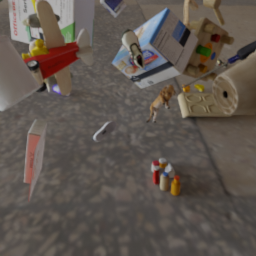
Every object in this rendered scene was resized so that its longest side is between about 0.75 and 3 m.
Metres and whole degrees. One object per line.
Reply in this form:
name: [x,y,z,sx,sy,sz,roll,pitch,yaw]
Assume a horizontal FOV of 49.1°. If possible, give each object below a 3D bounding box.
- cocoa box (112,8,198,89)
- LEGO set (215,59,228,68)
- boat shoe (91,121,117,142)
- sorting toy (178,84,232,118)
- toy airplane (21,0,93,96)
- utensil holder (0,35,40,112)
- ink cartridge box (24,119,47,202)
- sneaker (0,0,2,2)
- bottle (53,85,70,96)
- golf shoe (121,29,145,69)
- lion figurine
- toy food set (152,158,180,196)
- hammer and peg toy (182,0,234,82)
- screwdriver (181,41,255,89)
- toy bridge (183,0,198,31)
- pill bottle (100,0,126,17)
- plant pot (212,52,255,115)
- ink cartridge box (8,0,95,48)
cocoa box: [0.819,-2.516,9.279,2.263,1.485,1.509,-9,50,58]
LEGO set: [4.276,-3.331,15.056,2.151,0.610,1.397,7,35,-12]
boat shoe: [-0.664,0.095,7.551,0.283,0.299,0.854,-3,34,48]
sorting toy: [3.167,-1.156,11.987,1.975,0.355,2.651,-3,34,4]
toy airplane: [-2.331,-2.321,8.681,1.768,2.506,2.495,37,15,31]
utensil holder: [-2.753,-1.181,6.199,1.109,1.304,1.109,-31,13,8]
ink cartridge box: [-1.714,0.569,5.009,0.245,1.126,0.978,12,29,-8]
sneaker: [-4.790,-4.649,10.002,0.441,0.482,1.131,-28,38,38]
bottle: [-3.025,-1.699,12.747,0.927,0.303,0.387,27,43,34]
golf shoe: [0.174,-1.869,6.674,0.395,1.022,0.450,-32,45,1]
lion figurine: [0.800,-0.627,7.199,0.379,1.047,0.641,31,37,-29]
toy food set: [1.058,1.270,8.166,0.665,0.627,1.393,-4,35,-6]
hammer and peg toy: [2.925,-3.074,9.934,2.046,2.781,0.981,3,24,-48]
screwdriver: [2.758,-1.864,8.313,2.663,0.371,0.387,-25,38,22]
toy bridge: [2.471,-4.837,10.869,0.273,2.003,0.673,10,-11,44]
pill bottle: [-0.657,-4.718,10.385,1.069,0.640,0.640,41,31,-18]
plant pot: [2.555,-0.854,5.929,1.253,1.444,1.444,-15,37,-14]
ink cartridge box: [-2.731,-3.963,9.871,2.940,2.129,1.234,19,30,22]
